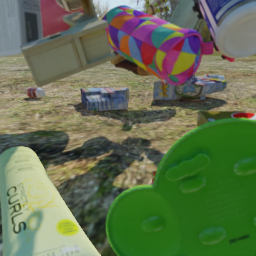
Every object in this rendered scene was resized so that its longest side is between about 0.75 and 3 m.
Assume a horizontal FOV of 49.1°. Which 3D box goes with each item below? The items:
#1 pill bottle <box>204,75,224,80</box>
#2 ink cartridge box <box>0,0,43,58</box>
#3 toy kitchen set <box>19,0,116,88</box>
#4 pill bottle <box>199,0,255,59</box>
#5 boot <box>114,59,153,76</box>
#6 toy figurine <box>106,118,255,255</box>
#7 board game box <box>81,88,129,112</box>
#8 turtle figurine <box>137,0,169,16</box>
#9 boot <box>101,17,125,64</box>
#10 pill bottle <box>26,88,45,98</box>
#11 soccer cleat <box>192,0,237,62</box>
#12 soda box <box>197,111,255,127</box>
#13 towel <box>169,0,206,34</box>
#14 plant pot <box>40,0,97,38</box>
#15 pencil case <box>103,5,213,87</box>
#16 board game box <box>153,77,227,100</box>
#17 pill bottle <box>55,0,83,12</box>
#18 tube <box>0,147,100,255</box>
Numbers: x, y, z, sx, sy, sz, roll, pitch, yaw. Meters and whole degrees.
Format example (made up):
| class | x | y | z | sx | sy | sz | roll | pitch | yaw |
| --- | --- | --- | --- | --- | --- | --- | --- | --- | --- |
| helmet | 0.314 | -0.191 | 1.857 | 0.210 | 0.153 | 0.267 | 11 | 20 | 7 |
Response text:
| class | x | y | z | sx | sy | sz | roll | pitch | yaw |
| --- | --- | --- | --- | --- | --- | --- | --- | --- | --- |
| pill bottle | 4.843 | -2.718 | 15.824 | 1.045 | 0.573 | 0.573 | 2 | 18 | 4 |
| ink cartridge box | -3.313 | -2.999 | 7.135 | 2.920 | 2.373 | 0.833 | 9 | 16 | 42 |
| toy kitchen set | -1.119 | -1.578 | 4.339 | 1.282 | 1.159 | 1.421 | -25 | 34 | -15 |
| pill bottle | 2.255 | -2.665 | 6.079 | 1.255 | 1.255 | 2.170 | -2 | 55 | -7 |
| boot | 0.846 | -2.710 | 11.485 | 1.945 | 0.846 | 2.339 | 21 | 31 | 34 |
| toy figurine | 1.020 | 0.812 | 3.985 | 2.340 | 1.756 | 2.153 | -22 | 0 | 10 |
| board game box | -0.746 | -1.185 | 10.960 | 1.934 | 0.597 | 1.935 | -6 | 18 | -17 |
| turtle figurine | 0.968 | -4.352 | 10.438 | 1.082 | 1.342 | 0.432 | -19 | 3 | 8 |
| boot | -0.455 | -3.035 | 9.355 | 1.683 | 1.400 | 0.609 | -50 | 0 | -24 |
| pill bottle | -4.094 | -1.563 | 12.433 | 0.753 | 0.430 | 0.430 | 6 | 19 | 21 |
| soccer cleat | 2.571 | -2.864 | 7.502 | 0.958 | 2.220 | 0.775 | -26 | -13 | 5 |
| soda box | 3.044 | 0.211 | 5.973 | 2.984 | 0.955 | 1.011 | 1 | 19 | 1 |
| towel | 1.858 | -3.425 | 8.824 | 0.368 | 2.015 | 1.495 | 35 | -18 | -36 |
| plant pot | -2.441 | -3.440 | 9.200 | 2.380 | 2.659 | 2.659 | -25 | 23 | -9 |
| pencil case | 0.502 | -2.023 | 6.621 | 1.292 | 1.292 | 2.924 | -12 | 38 | -33 |
| board game box | 2.467 | -1.712 | 12.277 | 2.607 | 0.805 | 2.609 | -17 | 25 | -41 |
| pill bottle | -1.495 | -3.643 | 6.962 | 0.991 | 0.991 | 1.711 | -1 | 4 | -3 |
| tube | -1.290 | 1.076 | 3.845 | 0.793 | 0.710 | 2.734 | -44 | 35 | -7 |
